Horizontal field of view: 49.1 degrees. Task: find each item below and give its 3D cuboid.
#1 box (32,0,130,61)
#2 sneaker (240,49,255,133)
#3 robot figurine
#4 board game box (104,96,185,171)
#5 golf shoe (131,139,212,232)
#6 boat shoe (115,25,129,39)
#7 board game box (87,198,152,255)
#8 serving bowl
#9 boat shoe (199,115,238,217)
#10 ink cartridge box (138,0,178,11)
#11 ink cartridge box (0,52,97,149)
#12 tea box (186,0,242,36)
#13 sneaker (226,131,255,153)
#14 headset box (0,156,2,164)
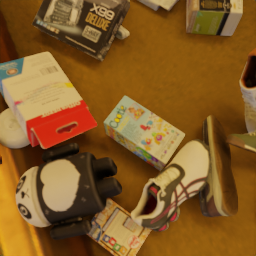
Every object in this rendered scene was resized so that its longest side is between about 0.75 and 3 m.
[{"bbox_3d":[-1.585,-3.799,9.456,2.682,0.667,2.115,29,95,11],"label":"box"},{"bbox_3d":[3.463,-0.836,7.694,1.212,2.863,1.042,-22,30,-26],"label":"sneaker"},{"bbox_3d":[-1.510,1.533,7.123,2.585,1.613,1.942,-15,26,2],"label":"robot figurine"},{"bbox_3d":[0.424,0.172,7.938,1.986,1.023,1.041,34,74,10],"label":"board game box"},{"bbox_3d":[1.106,1.420,6.932,1.020,1.164,2.642,34,95,42],"label":"golf shoe"},{"bbox_3d":[-0.436,-3.471,9.875,0.390,0.429,1.167,-28,61,-35],"label":"boat shoe"},{"bbox_3d":[-0.270,2.714,7.405,1.431,0.331,1.084,34,72,13],"label":"board game box"},{"bbox_3d":[-3.405,-0.091,8.489,1.365,0.449,1.365,0,69,0],"label":"serving bowl"},{"bbox_3d":[2.256,0.968,7.740,0.958,1.082,2.956,-25,44,35],"label":"boat shoe"},{"bbox_3d":[1.248,-5.344,10.650,1.914,0.389,1.911,35,72,13],"label":"ink cartridge box"},{"bbox_3d":[-2.407,-0.688,8.187,1.743,1.009,2.999,-25,69,-29],"label":"ink cartridge box"},{"bbox_3d":[2.956,-4.304,9.821,1.673,1.136,1.700,6,68,2],"label":"tea box"},{"bbox_3d":[3.535,0.277,7.591,1.845,0.619,0.828,18,92,-18],"label":"sneaker"},{"bbox_3d":[-5.229,0.516,7.946,2.607,0.978,1.938,-20,69,-8],"label":"headset box"}]
